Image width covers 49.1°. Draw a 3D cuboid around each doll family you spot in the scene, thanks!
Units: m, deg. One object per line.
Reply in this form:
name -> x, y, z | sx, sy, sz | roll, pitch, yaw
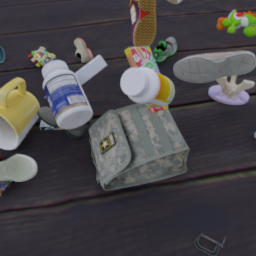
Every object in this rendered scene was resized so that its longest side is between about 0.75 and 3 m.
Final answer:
doll family -> -4.133, 1.420, 8.941 | 2.041, 0.801, 1.180 | 22, 56, 22

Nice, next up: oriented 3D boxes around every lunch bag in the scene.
lunch bag -> 0.171, 0.548, 9.136 | 2.875, 1.690, 2.358 | -16, 51, -4

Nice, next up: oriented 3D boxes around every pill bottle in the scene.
pill bottle -> -1.878, -1.010, 8.295 | 1.065, 1.065, 1.919 | -20, 69, -17
pill bottle -> 0.411, -0.857, 5.942 | 0.746, 0.746, 1.343 | 34, 14, 27

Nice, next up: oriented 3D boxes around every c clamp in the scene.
c clamp -> 2.260, 3.195, 7.790 | 0.766, 0.104, 0.654 | 19, 56, 15

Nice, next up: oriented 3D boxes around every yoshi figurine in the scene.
yoshi figurine -> 3.032, -2.726, 7.578 | 1.165, 0.652, 0.655 | 24, 83, 51

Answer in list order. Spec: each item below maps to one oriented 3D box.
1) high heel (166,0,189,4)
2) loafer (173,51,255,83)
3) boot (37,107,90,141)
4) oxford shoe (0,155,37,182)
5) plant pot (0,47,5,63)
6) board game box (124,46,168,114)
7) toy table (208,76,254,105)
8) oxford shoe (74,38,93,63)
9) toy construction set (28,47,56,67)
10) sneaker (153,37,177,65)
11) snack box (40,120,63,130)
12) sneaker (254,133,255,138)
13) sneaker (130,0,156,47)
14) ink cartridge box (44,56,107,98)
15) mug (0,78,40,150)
high heel -> 2.034, -5.354, 11.297 | 1.002, 0.358, 0.714 | 6, 59, 16
loafer -> 3.016, -2.207, 9.895 | 2.738, 0.984, 0.861 | -2, 28, 24
boot -> -2.255, -0.449, 9.947 | 1.914, 1.250, 0.648 | 31, 49, -1
oxford shoe -> -2.672, 1.008, 6.809 | 1.712, 0.494, 0.644 | -14, 72, 39
plant pot -> -6.498, -3.522, 13.459 | 0.752, 0.768, 0.768 | 1, 47, 11
board game box -> 0.542, -1.243, 7.141 | 0.819, 0.257, 1.714 | -20, 90, -45
toy table -> 4.256, -1.648, 11.581 | 1.632, 0.956, 1.500 | 5, 48, 3
oxford shoe -> -2.358, -3.817, 13.762 | 0.663, 0.636, 1.796 | -24, 52, -17
toy construction set -> -4.111, -3.388, 13.319 | 0.992, 0.697, 1.513 | -42, 49, -4
sneaker -> 1.841, -3.896, 13.669 | 0.792, 0.865, 2.029 | 21, 51, 18
snack box -> -2.761, -0.233, 10.790 | 1.145, 0.212, 0.665 | -1, 48, -1
sneaker -> 5.086, 0.113, 10.230 | 0.781, 0.587, 1.567 | 18, 50, 16
sneaker -> 0.540, -4.302, 10.905 | 0.941, 2.512, 1.132 | -1, 24, -14
ink cartridge box -> -1.757, -1.608, 9.484 | 2.295, 0.450, 1.141 | -36, 17, 2
mug -> -3.988, -0.524, 9.944 | 2.240, 1.794, 1.839 | -24, 23, 38
